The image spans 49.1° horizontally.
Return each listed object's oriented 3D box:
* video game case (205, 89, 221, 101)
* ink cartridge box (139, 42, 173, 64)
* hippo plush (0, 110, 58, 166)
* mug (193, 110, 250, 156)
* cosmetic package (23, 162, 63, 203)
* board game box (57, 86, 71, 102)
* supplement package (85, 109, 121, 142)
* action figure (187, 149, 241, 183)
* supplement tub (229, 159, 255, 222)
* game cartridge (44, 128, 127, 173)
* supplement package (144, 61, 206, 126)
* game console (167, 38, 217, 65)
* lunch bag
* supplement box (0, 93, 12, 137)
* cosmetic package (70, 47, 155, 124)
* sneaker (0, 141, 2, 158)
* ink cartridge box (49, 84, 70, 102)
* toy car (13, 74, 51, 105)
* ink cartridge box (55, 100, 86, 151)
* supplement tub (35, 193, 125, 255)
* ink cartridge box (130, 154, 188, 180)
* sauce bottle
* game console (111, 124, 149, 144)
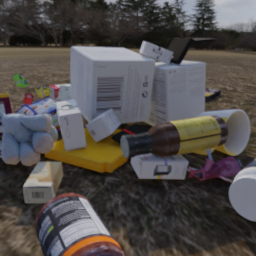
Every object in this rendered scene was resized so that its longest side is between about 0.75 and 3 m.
[{"bbox_3d":[4.041,-2.084,16.760,2.354,0.300,2.128,14,24,34],"label":"video game case"},{"bbox_3d":[1.027,-2.806,10.439,1.093,0.461,0.798,18,15,-10],"label":"ink cartridge box"},{"bbox_3d":[-3.090,0.342,8.589,2.081,1.657,1.673,13,-9,4],"label":"hippo plush"},{"bbox_3d":[2.751,0.063,8.977,1.777,1.423,1.459,-1,8,-36],"label":"mug"},{"bbox_3d":[-2.016,1.283,6.768,0.656,0.444,1.248,-1,19,-3],"label":"cosmetic package"},{"bbox_3d":[-2.648,-1.385,13.065,0.763,0.749,1.454,6,-8,7],"label":"board game box"},{"bbox_3d":[-0.773,-0.100,9.016,0.622,0.646,1.135,-28,8,21],"label":"supplement package"},{"bbox_3d":[2.122,1.146,7.111,1.347,0.903,1.003,-10,53,-21],"label":"action figure"},{"bbox_3d":[2.898,1.234,5.970,1.048,1.048,1.494,16,24,39],"label":"supplement tub"},{"bbox_3d":[-0.915,0.583,8.953,2.311,0.425,2.621,11,22,26],"label":"game cartridge"},{"bbox_3d":[1.763,-1.323,11.108,1.833,2.415,1.819,-14,22,-25],"label":"supplement package"},{"bbox_3d":[2.282,-2.961,10.677,0.972,1.469,1.670,25,10,-20],"label":"game console"},{"bbox_3d":[-3.359,-0.331,10.508,1.778,1.101,1.511,-29,33,-26],"label":"lunch bag"},{"bbox_3d":[-4.890,-0.319,9.197,1.702,1.341,2.599,-13,9,-31],"label":"supplement box"},{"bbox_3d":[-0.746,-1.733,10.882,2.378,2.376,2.882,-7,27,-25],"label":"cosmetic package"},{"bbox_3d":[-3.999,0.667,8.568,1.503,0.563,0.749,4,11,-12],"label":"sneaker"},{"bbox_3d":[-3.264,-1.689,14.521,1.367,0.993,0.989,-11,22,-29],"label":"ink cartridge box"},{"bbox_3d":[-4.020,-1.532,11.144,1.484,1.397,0.331,-21,40,28],"label":"toy car"},{"bbox_3d":[-1.771,-0.114,8.601,0.648,1.125,1.541,-12,23,-14],"label":"ink cartridge box"},{"bbox_3d":[-0.697,1.871,4.181,1.042,1.042,1.949,-10,22,-26],"label":"supplement tub"},{"bbox_3d":[0.796,0.921,7.406,1.272,0.545,0.939,3,18,-15],"label":"ink cartridge box"},{"bbox_3d":[1.183,0.250,7.129,2.786,0.901,0.901,-7,20,-21],"label":"sauce bottle"},{"bbox_3d":[0.405,0.390,8.680,1.466,0.228,1.297,26,36,28],"label":"game console"}]
